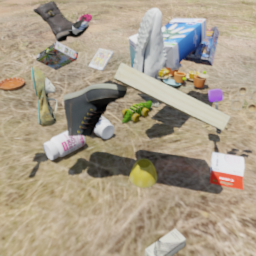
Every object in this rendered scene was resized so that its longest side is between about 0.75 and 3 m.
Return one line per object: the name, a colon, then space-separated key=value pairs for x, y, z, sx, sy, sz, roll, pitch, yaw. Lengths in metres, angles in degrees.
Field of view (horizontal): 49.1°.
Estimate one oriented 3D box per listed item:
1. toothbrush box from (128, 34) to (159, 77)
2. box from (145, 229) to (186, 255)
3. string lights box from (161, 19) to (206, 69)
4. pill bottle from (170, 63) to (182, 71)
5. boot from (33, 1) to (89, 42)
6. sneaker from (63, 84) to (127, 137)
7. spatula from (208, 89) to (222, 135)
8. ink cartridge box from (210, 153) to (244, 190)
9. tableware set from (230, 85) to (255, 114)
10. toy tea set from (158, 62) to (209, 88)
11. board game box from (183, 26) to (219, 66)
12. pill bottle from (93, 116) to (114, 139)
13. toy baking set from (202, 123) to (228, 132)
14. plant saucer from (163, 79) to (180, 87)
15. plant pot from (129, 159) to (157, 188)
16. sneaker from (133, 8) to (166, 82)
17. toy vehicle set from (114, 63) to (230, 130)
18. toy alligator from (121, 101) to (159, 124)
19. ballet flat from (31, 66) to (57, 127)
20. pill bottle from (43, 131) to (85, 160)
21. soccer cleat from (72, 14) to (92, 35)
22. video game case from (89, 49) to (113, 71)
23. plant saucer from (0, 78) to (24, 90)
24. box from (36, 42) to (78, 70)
toothbrush box: x=0.698 y=-3.081 z=12.283 sx=0.738 sy=1.731 sz=1.267 roll=-29 pitch=53 yaw=-15
box: x=0.937 y=3.028 z=7.061 sx=1.031 sy=0.352 sz=0.423 roll=-23 pitch=41 yaw=-30
string lights box: x=1.738 y=-3.273 z=10.618 sx=1.438 sy=0.825 sz=2.798 roll=15 pitch=44 yaw=33
pill bottle: x=2.013 y=-3.194 z=12.683 sx=0.641 sy=1.107 sz=0.641 roll=-21 pitch=7 yaw=3
boot: x=-2.563 y=-4.307 z=11.016 sx=1.827 sy=0.632 sz=1.590 roll=-33 pitch=90 yaw=-38
sneaker: x=-0.888 y=-0.435 z=7.746 sx=0.895 sy=1.271 sz=2.392 roll=0 pitch=-6 yaw=-44
spatula: x=3.024 y=-0.573 z=9.524 sx=0.466 sy=0.169 sz=1.648 roll=-7 pitch=74 yaw=21
ink cartridge box: x=3.350 y=1.413 z=9.462 sx=1.076 sy=0.378 sz=1.324 roll=9 pitch=31 yaw=13
tableware set: x=3.662 y=-0.864 z=8.626 sx=0.943 sy=0.788 sz=0.109 roll=14 pitch=14 yaw=5
toy tea set: x=3.030 y=-3.138 z=15.241 sx=2.956 sy=1.094 sz=1.758 roll=19 pitch=31 yaw=24
board game box: x=3.132 y=-3.546 z=11.955 sx=1.590 sy=0.490 sz=1.589 roll=22 pitch=84 yaw=40
pill bottle: x=-1.187 y=-0.121 z=11.292 sx=0.755 sy=0.755 sz=1.322 roll=-24 pitch=41 yaw=-31
toy baking set: x=3.633 y=-0.269 z=12.034 sx=1.063 sy=0.161 sz=1.385 roll=0 pitch=34 yaw=0
plant saucer: x=2.329 y=-2.372 z=14.998 sx=0.952 sy=0.183 sz=0.952 roll=7 pitch=27 yaw=-4
plant pot: x=0.512 y=1.402 z=9.165 sx=0.921 sy=0.654 sz=0.921 roll=0 pitch=35 yaw=0
sneaker: x=0.794 y=-2.568 z=9.007 sx=0.960 sy=2.384 sz=0.911 roll=2 pitch=34 yaw=-14
toy vehicle set: x=1.006 y=-0.829 z=7.358 sx=2.900 sy=0.384 sz=1.802 roll=25 pitch=6 yaw=-8
toy alligator: x=0.569 y=-0.893 z=12.573 sx=0.794 sy=0.576 sz=2.397 roll=28 pitch=44 yaw=33
ballet flat: x=-2.240 y=-0.849 z=7.660 sx=0.607 sy=1.717 sz=0.607 roll=-1 pitch=22 yaw=0
pill bottle: x=-2.332 y=0.585 z=10.239 sx=1.373 sy=0.778 sz=0.778 roll=-29 pitch=44 yaw=-35
soccer cleat: x=-1.784 y=-3.981 z=10.737 sx=0.367 sy=0.454 sz=1.051 roll=36 pitch=60 yaw=5
video game case: x=-1.350 y=-3.405 z=13.943 sx=1.007 sy=0.127 sz=1.106 roll=25 pitch=81 yaw=37
plant saucer: x=-6.241 y=-2.339 z=15.012 sx=1.338 sy=0.216 sz=1.338 roll=-1 pitch=35 yaw=1
box: x=-2.335 y=-2.309 z=9.119 sx=0.794 sy=0.250 sz=1.442 roll=22 pitch=-18 yaw=-36
